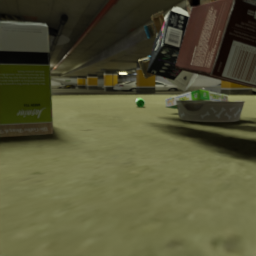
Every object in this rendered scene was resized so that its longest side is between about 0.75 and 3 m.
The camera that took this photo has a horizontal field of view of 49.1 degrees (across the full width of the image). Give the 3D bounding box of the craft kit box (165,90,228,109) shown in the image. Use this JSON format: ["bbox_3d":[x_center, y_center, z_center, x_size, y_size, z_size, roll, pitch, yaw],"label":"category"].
[{"bbox_3d":[3.203,-1.234,13.146,2.090,0.507,2.064,4,-12,-36],"label":"craft kit box"}]

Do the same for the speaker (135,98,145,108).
[{"bbox_3d":[0.761,-1.622,17.991,0.585,0.585,1.322,0,8,0],"label":"speaker"}]

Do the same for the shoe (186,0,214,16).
[{"bbox_3d":[1.725,-3.484,7.115,0.659,0.863,2.468,-41,-18,-5],"label":"shoe"}]

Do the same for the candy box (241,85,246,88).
[{"bbox_3d":[2.972,-1.396,6.534,0.121,0.469,0.918,19,-37,-18],"label":"candy box"}]

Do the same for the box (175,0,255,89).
[{"bbox_3d":[2.129,-1.727,5.910,1.459,1.444,1.759,10,14,-17],"label":"box"}]

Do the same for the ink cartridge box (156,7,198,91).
[{"bbox_3d":[2.018,-2.918,10.792,1.942,1.131,2.667,36,-24,11],"label":"ink cartridge box"}]

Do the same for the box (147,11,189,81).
[{"bbox_3d":[1.238,-2.219,7.848,0.934,1.076,1.761,15,-14,-6],"label":"box"}]

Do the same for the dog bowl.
[{"bbox_3d":[3.072,-0.679,10.664,2.525,0.741,2.525,0,7,0],"label":"dog bowl"}]

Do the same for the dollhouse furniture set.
[{"bbox_3d":[0.819,-2.730,9.392,1.232,1.748,1.225,-21,13,5],"label":"dollhouse furniture set"}]

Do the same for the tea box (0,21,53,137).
[{"bbox_3d":[-3.197,-1.274,7.837,1.865,2.746,2.791,-3,9,-19],"label":"tea box"}]
